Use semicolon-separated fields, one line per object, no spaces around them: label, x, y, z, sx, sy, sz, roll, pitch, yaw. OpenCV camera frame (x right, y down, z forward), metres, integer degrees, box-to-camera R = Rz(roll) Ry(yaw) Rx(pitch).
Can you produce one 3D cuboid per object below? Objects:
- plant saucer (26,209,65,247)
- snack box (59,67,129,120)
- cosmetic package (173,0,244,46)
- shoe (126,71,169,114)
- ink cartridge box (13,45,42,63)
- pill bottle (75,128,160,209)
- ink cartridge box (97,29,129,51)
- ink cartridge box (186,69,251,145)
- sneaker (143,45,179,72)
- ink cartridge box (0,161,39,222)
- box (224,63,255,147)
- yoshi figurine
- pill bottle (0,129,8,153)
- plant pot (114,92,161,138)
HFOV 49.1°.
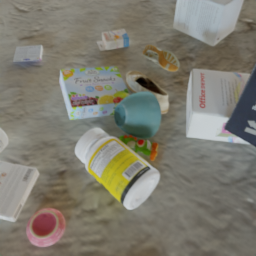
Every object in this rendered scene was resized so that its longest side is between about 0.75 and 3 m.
plant saucer;-1.891;2.231;6.388;0.870;0.221;0.870;0;51;1
snack box;-1.025;-1.113;8.592;1.866;0.631;1.573;-7;55;-22
cosmetic package;3.157;-4.662;11.139;2.017;1.688;1.678;36;58;25
shoe;0.616;-1.325;8.974;0.810;0.619;2.317;-19;45;-20
ink cartridge box;-3.744;-2.713;10.496;0.970;0.214;0.988;-4;52;-3
pill bottle;-0.314;0.924;6.869;1.140;1.140;1.994;-37;59;-27
ink cartridge box;-0.615;-3.455;10.987;1.169;0.396;0.673;-14;52;-11
ink cartridge box;3.054;-0.625;8.165;2.639;1.117;1.907;8;51;4
sneaker;1.266;-2.453;9.949;1.561;0.684;0.591;40;104;28
ink cartridge box;-3.056;1.507;6.927;1.195;0.303;1.357;11;51;8
box;3.906;-0.554;5.637;2.875;2.827;1.688;33;63;20
yoshi figurine;0.235;0.548;7.695;1.092;0.614;0.612;19;91;-2
pill bottle;-4.064;0.742;7.030;1.104;1.104;1.931;18;52;14
plant pot;0.135;-0.344;7.654;0.888;1.318;1.318;-3;46;-34
